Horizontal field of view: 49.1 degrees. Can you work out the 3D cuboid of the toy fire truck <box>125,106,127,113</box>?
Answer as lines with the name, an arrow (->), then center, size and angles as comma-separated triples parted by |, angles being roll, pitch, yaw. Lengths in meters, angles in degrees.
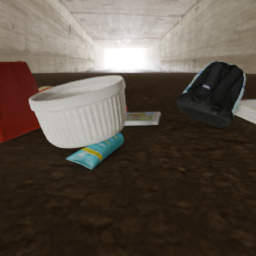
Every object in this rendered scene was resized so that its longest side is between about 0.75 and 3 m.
toy fire truck -> -0.877, -0.727, 11.579 | 1.442, 0.351, 1.017 | 8, 13, 37

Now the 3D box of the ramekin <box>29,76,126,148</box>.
ramekin -> -1.138, -0.434, 7.084 | 2.355, 1.236, 2.355 | -11, 19, 4

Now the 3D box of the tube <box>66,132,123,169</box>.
tube -> -0.673, 0.520, 6.568 | 0.639, 0.416, 1.651 | 14, 24, 24

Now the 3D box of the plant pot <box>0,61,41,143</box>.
plant pot -> -4.313, -0.992, 8.853 | 2.492, 2.199, 2.495 | 4, 15, 16

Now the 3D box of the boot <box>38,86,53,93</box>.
boot -> -3.088, -1.337, 12.913 | 2.673, 1.003, 1.433 | -11, 23, -41

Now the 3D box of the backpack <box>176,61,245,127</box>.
backpack -> 3.070, -1.270, 9.852 | 1.954, 2.395, 1.842 | 23, -16, 20

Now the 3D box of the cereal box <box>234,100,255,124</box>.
cereal box -> 5.355, -0.595, 10.562 | 2.114, 0.581, 2.938 | -1, 14, -4

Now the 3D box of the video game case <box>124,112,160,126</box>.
video game case -> 0.373, -0.348, 10.188 | 1.511, 0.167, 1.375 | -1, 16, 11
